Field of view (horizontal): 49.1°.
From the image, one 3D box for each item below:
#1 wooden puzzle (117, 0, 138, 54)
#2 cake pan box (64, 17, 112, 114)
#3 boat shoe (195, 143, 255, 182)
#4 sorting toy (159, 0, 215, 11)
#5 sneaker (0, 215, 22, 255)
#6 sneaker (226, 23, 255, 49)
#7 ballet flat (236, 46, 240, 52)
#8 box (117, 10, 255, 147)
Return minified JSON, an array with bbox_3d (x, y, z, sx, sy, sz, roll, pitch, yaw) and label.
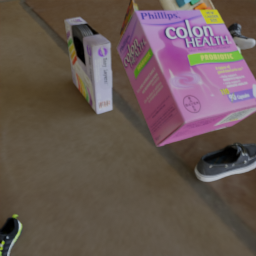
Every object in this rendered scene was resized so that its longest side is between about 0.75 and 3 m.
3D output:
[{"bbox_3d":[0.019,-2.709,7.279,0.123,1.750,1.038,11,42,-15],"label":"wooden puzzle"},{"bbox_3d":[-1.365,-2.226,9.765,0.704,2.691,2.478,-20,46,-23],"label":"cake pan box"},{"bbox_3d":[2.878,0.781,7.775,2.261,0.749,0.791,-14,43,-15],"label":"boat shoe"},{"bbox_3d":[1.770,-3.283,7.651,1.585,2.816,0.384,-40,15,-25],"label":"sorting toy"},{"bbox_3d":[-2.749,2.474,5.988,0.471,0.544,1.313,7,42,8],"label":"sneaker"},{"bbox_3d":[3.994,-3.350,10.128,1.439,0.543,0.819,23,84,47],"label":"sneaker"},{"bbox_3d":[3.834,-3.829,12.984,2.705,0.971,0.971,10,42,12],"label":"ballet flat"},{"bbox_3d":[0.982,-0.877,4.576,1.667,0.916,1.895,-12,71,-26],"label":"box"}]
